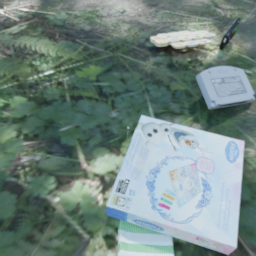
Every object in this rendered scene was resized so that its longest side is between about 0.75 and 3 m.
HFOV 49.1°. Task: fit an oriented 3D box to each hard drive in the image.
[{"bbox_3d":[4.210,-3.875,11.564,0.223,0.822,1.177,36,73,16],"label":"hard drive"}]

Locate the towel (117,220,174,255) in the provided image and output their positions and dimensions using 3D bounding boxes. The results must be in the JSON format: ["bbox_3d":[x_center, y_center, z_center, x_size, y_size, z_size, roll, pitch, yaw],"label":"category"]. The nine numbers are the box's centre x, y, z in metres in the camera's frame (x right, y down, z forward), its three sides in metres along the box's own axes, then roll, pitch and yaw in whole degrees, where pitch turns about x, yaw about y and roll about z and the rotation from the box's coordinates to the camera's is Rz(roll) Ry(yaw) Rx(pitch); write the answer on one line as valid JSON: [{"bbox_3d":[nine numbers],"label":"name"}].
[{"bbox_3d":[0.391,2.664,6.523,1.332,0.204,1.746,3,47,0],"label":"towel"}]

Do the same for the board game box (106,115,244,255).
[{"bbox_3d":[1.322,1.248,7.208,2.944,0.642,2.958,15,53,11],"label":"board game box"}]

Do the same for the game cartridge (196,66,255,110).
[{"bbox_3d":[3.232,-1.385,9.335,2.058,0.416,1.372,-10,77,-28],"label":"game cartridge"}]

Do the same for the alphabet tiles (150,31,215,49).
[{"bbox_3d":[2.219,-3.714,11.550,2.462,0.180,2.408,-10,31,-8],"label":"alphabet tiles"}]
